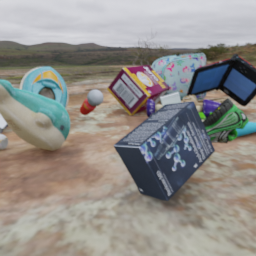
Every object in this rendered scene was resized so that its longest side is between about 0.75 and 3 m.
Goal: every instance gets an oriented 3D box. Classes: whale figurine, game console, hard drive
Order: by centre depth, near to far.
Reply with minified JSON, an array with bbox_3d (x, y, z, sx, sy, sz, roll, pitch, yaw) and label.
[{"bbox_3d":[-2.441,-0.463,7.058,1.894,2.381,1.235,5,54,43],"label":"whale figurine"},{"bbox_3d":[1.616,-0.698,10.147,0.674,1.022,0.136,-16,15,6],"label":"hard drive"},{"bbox_3d":[3.950,-1.620,11.596,2.331,1.605,2.705,42,-10,15],"label":"game console"}]

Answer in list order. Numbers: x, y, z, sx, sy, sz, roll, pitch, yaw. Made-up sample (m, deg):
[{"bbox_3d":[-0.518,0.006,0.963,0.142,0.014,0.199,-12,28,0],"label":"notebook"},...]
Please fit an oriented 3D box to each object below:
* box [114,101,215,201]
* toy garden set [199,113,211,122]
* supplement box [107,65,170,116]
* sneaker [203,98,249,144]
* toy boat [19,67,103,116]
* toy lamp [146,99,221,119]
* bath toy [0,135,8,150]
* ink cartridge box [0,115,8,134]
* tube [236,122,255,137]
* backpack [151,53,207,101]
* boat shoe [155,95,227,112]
[{"bbox_3d":[0.708,0.375,5.206,1.525,1.132,0.816,-38,20,-28],"label":"box"},{"bbox_3d":[1.941,-0.106,9.089,2.428,0.485,2.024,0,11,10],"label":"toy garden set"},{"bbox_3d":[0.524,-1.720,12.338,1.627,1.282,2.485,48,31,9],"label":"supplement box"},{"bbox_3d":[2.052,0.164,6.667,0.802,1.882,0.734,42,56,7],"label":"sneaker"},{"bbox_3d":[-2.381,-1.142,10.086,2.878,2.420,1.338,10,-30,-30],"label":"toy boat"},{"bbox_3d":[2.054,-0.707,10.373,2.693,0.784,0.784,2,16,9],"label":"toy lamp"},{"bbox_3d":[-3.732,0.435,7.215,0.498,0.586,1.348,9,15,20],"label":"bath toy"},{"bbox_3d":[-4.198,-0.427,9.460,0.670,0.309,1.229,31,42,-6],"label":"ink cartridge box"},{"bbox_3d":[3.675,0.001,8.957,2.064,0.520,0.799,-7,14,-29],"label":"tube"},{"bbox_3d":[2.478,-2.452,14.064,2.809,2.493,2.114,-1,10,12],"label":"backpack"},{"bbox_3d":[2.492,-0.865,11.185,2.861,0.923,1.020,1,16,4],"label":"boat shoe"}]
